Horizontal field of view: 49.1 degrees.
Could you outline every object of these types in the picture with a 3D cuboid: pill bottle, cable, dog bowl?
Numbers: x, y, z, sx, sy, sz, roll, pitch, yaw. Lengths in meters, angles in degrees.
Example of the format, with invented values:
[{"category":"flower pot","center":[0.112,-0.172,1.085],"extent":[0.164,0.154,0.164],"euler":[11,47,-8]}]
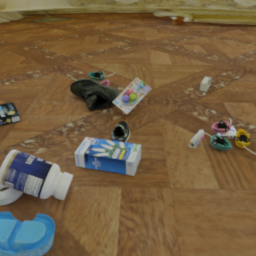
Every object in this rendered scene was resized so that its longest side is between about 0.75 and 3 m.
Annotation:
[{"category":"pill bottle","center":[-2.642,1.431,8.160],"extent":[1.895,1.053,1.053],"euler":[21,30,-6]},{"category":"cable","center":[-3.741,1.839,8.474],"extent":[1.125,0.390,1.125],"euler":[-8,33,-13]},{"category":"dog bowl","center":[-2.764,2.683,6.957],"extent":[1.934,0.479,1.078],"euler":[3,31,3]}]

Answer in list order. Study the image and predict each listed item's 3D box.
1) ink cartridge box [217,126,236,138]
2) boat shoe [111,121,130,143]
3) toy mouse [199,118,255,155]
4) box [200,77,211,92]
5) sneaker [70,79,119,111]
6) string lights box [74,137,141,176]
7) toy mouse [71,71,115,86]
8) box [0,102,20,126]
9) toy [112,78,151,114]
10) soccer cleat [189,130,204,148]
[{"category":"ink cartridge box","center":[4.033,0.173,11.495],"extent":[0.760,0.165,0.753],"euler":[-1,31,2]},{"category":"boat shoe","center":[-0.290,0.165,11.086],"extent":[0.666,0.627,1.855],"euler":[3,29,7]},{"category":"toy mouse","center":[3.657,0.333,10.843],"extent":[1.895,0.413,2.132],"euler":[3,41,3]},{"category":"box","center":[4.335,-2.444,15.638],"extent":[0.388,0.466,1.135],"euler":[13,35,21]},{"category":"sneaker","center":[-1.943,-1.659,13.723],"extent":[2.736,1.046,1.567],"euler":[20,29,21]},{"category":"string lights box","center":[-0.673,0.966,9.709],"extent":[2.067,0.610,1.062],"euler":[7,31,12]},{"category":"toy mouse","center":[-1.610,-2.430,15.267],"extent":[2.126,0.463,2.392],"euler":[-30,53,-17]},{"category":"box","center":[-5.649,-0.609,12.627],"extent":[1.226,0.355,1.542],"euler":[-16,34,-25]},{"category":"toy","center":[0.142,-1.500,12.439],"extent":[0.927,0.380,1.610],"euler":[41,80,22]},{"category":"soccer cleat","center":[2.481,0.420,10.154],"extent":[0.356,0.825,0.288],"euler":[2,38,-19]}]
